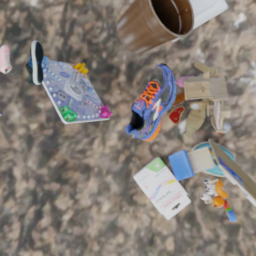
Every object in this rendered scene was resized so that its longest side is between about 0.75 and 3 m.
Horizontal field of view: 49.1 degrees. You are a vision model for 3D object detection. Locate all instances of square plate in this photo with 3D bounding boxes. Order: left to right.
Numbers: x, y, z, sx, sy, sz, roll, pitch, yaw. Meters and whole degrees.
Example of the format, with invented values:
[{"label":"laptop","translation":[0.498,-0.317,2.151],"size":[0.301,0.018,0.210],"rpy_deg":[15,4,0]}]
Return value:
[{"label":"square plate","translation":[2.408,-5.700,11.993],"size":[2.906,0.417,2.933],"rpy_deg":[-32,94,0]}]

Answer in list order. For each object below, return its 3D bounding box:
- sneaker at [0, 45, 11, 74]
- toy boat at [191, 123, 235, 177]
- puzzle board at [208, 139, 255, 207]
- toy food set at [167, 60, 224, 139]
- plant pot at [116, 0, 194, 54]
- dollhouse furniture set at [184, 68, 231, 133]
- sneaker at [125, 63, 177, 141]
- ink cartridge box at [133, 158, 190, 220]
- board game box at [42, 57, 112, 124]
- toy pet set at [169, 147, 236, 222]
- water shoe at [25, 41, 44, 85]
[{"label":"sneaker","translation":[-4.515,-2.495,10.382],"size":[0.536,0.386,1.025],"rpy_deg":[37,116,18]},{"label":"toy boat","translation":[3.530,0.821,11.232],"size":[1.787,0.988,2.126],"rpy_deg":[19,84,3]},{"label":"puzzle board","translation":[3.390,1.546,8.514],"size":[2.479,1.868,0.216],"rpy_deg":[43,110,-9]},{"label":"toy food set","translation":[2.630,-1.212,11.779],"size":[1.868,0.463,2.938],"rpy_deg":[32,92,4]},{"label":"plant pot","translation":[0.807,-3.673,9.685],"size":[2.105,2.084,2.105],"rpy_deg":[11,72,-35]},{"label":"dollhouse furniture set","translation":[2.363,-0.533,8.705],"size":[1.186,2.071,2.428],"rpy_deg":[-3,44,13]},{"label":"sneaker","translation":[0.674,-0.707,8.677],"size":[1.036,0.995,2.642],"rpy_deg":[-2,119,-38]},{"label":"ink cartridge box","translation":[1.396,2.458,11.150],"size":[1.332,0.766,2.275],"rpy_deg":[-38,85,-4]},{"label":"board game box","translation":[-1.815,-1.341,9.645],"size":[0.321,2.480,2.480],"rpy_deg":[-36,77,27]},{"label":"toy pet set","translation":[2.153,1.722,8.523],"size":[1.258,2.369,2.212],"rpy_deg":[-20,76,11]},{"label":"water shoe","translation":[-2.580,-1.755,7.546],"size":[0.467,0.423,1.184],"rpy_deg":[-2,87,19]}]
